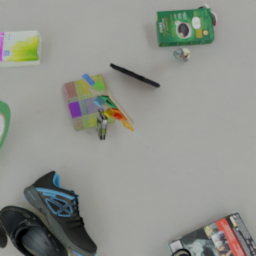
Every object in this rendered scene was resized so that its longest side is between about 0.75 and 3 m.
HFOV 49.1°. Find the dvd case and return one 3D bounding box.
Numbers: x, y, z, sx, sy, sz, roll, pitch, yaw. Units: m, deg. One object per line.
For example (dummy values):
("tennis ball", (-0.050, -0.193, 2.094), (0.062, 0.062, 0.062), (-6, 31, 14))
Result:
("dvd case", (2.588, 3.748, 8.234), (2.369, 0.261, 1.730), (-23, 67, -5))

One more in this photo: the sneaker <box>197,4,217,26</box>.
("sneaker", (3.395, -4.839, 12.155), (0.569, 0.480, 1.301), (-18, 63, -7))

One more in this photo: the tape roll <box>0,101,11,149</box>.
("tape roll", (-4.583, 0.348, 8.517), (0.651, 2.708, 2.708), (22, 67, -3))

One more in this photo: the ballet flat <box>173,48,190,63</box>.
("ballet flat", (2.146, -2.805, 10.754), (0.506, 1.407, 0.506), (4, 99, 25))

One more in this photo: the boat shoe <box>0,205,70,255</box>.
("boat shoe", (-2.926, 3.165, 8.224), (2.701, 0.896, 1.010), (37, 77, 18))

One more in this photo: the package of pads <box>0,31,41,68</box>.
("package of pads", (-4.473, -3.201, 11.316), (1.840, 0.628, 1.422), (-4, 67, -3))

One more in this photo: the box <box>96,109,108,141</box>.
("box", (-0.913, -0.108, 9.627), (0.191, 0.862, 0.690), (-3, 35, -20))

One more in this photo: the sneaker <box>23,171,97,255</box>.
("sneaker", (-1.861, 2.558, 8.434), (1.226, 1.096, 2.994), (-42, 72, -17))

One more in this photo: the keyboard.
("keyboard", (0.231, -1.950, 10.471), (2.032, 1.291, 0.209), (24, 97, 10))

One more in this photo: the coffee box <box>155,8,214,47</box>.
("coffee box", (2.320, -4.152, 11.620), (2.312, 0.508, 1.422), (-6, 84, -2))

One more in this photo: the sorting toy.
("sorting toy", (-0.589, -0.627, 8.766), (0.348, 2.558, 1.440), (-48, 33, -13))

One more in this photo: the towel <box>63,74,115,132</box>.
("towel", (-1.476, -0.995, 10.525), (1.580, 0.250, 2.200), (-15, 67, -8))

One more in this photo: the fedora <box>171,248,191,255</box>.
("fedora", (1.505, 3.840, 7.744), (0.919, 0.420, 0.919), (-2, 94, -26))

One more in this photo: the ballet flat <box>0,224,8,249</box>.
("ballet flat", (-3.570, 3.017, 7.859), (0.275, 0.827, 0.235), (-20, 24, -40))
